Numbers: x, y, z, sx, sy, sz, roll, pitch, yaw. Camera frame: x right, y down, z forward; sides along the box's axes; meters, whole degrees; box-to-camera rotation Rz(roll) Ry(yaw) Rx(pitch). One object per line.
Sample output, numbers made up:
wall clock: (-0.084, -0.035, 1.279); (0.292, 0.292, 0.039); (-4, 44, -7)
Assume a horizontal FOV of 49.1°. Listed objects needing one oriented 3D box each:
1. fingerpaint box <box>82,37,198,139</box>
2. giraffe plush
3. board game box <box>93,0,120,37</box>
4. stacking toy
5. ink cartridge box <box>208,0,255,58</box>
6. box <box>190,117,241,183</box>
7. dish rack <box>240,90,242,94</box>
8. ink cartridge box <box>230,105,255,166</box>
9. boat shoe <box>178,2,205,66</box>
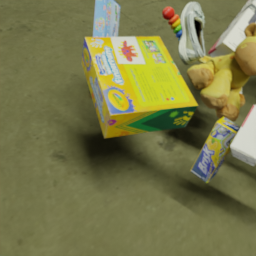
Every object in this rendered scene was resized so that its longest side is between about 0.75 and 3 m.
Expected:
fingerpaint box: (0.162, -1.182, 7.402); (2.255, 0.992, 2.703); (-8, 56, -20)
giraffe plush: (3.519, -1.858, 8.829); (2.415, 2.270, 2.799); (42, 39, -20)
board game box: (-0.686, -3.338, 9.236); (0.399, 1.648, 2.179); (8, 16, 5)
stacking toy: (1.987, -3.983, 11.082); (1.772, 0.757, 0.757); (46, 46, -13)
ink cartridge box: (4.479, -3.732, 10.477); (1.144, 2.713, 1.964); (37, 3, -2)
box: (2.159, 0.571, 6.933); (0.559, 1.595, 0.513); (36, 36, 26)
dish rack: (4.668, -1.744, 12.547); (0.883, 0.224, 1.029); (13, 45, 13)
ink cartridge box: (2.927, 0.230, 6.524); (0.615, 1.486, 1.089); (29, 89, 25)
boat shoe: (2.229, -3.206, 9.275); (0.787, 0.904, 2.453); (-10, 56, 39)
